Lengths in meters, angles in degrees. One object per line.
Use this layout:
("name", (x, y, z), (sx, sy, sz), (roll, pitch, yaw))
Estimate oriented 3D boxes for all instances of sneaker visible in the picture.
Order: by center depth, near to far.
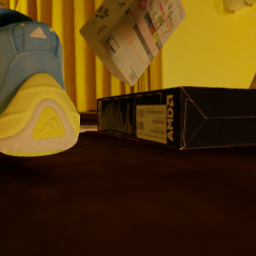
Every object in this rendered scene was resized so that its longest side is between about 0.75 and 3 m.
("sneaker", (-1.434, -0.563, 3.626), (1.110, 1.540, 2.931), (-3, 5, -38))

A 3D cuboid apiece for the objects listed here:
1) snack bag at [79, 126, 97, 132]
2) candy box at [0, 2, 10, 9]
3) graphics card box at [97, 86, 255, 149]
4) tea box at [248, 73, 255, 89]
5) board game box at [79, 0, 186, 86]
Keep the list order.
("snack bag", (-0.838, 0.018, 6.014), (0.907, 0.097, 0.855), (0, 4, 11))
("candy box", (-3.395, -2.519, 8.106), (2.291, 1.563, 0.699), (33, -37, 0))
("graphics card box", (0.743, -0.191, 4.346), (1.758, 0.713, 2.802), (-1, 2, -25))
("tea box", (5.723, -1.375, 8.602), (2.529, 1.717, 2.570), (25, -3, -14))
("board game box", (0.281, -3.036, 8.109), (0.944, 2.938, 2.168), (35, -6, 31))
